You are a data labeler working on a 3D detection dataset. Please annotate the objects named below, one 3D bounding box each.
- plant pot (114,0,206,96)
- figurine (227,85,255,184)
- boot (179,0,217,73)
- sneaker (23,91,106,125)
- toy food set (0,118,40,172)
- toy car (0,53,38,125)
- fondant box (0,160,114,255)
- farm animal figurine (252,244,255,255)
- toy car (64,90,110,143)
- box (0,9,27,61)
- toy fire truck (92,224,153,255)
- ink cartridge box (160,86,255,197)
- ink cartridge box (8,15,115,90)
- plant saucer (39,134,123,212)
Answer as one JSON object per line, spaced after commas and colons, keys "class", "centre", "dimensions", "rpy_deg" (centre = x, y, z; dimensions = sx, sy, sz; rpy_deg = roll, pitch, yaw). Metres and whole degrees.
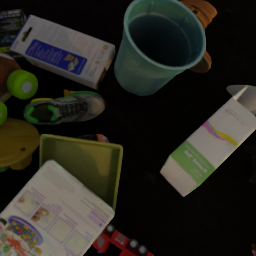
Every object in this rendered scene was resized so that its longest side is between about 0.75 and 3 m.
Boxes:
{"class": "plant pot", "centre": [0.599, -1.888, 7.195], "dimensions": [2.008, 1.967, 2.008], "rpy_deg": [5, 70, -15]}
{"class": "figurine", "centre": [4.107, -0.090, 7.067], "dimensions": [2.823, 1.246, 2.894], "rpy_deg": [-8, 65, 1]}
{"class": "boot", "centre": [2.031, -2.988, 8.493], "dimensions": [1.988, 0.947, 2.570], "rpy_deg": [-36, 73, -20]}
{"class": "sneaker", "centre": [-1.568, -0.406, 7.048], "dimensions": [2.058, 0.877, 0.803], "rpy_deg": [-12, 107, -10]}
{"class": "toy food set", "centre": [-3.393, 0.495, 6.940], "dimensions": [2.632, 0.860, 1.548], "rpy_deg": [11, 43, 12]}
{"class": "toy car", "centre": [-3.834, -1.588, 6.553], "dimensions": [2.108, 2.567, 2.025], "rpy_deg": [23, 61, 30]}
{"class": "fondant box", "centre": [-1.724, 2.123, 5.705], "dimensions": [1.751, 0.707, 2.428], "rpy_deg": [41, 80, -3]}
{"class": "farm animal figurine", "centre": [3.112, 2.212, 5.564], "dimensions": [1.453, 1.799, 0.905], "rpy_deg": [-23, 57, 8]}
{"class": "toy car", "centre": [-0.948, -0.162, 7.166], "dimensions": [0.741, 1.093, 2.227], "rpy_deg": [0, 67, -38]}
{"class": "box", "centre": [-4.099, -2.777, 8.620], "dimensions": [1.884, 0.448, 1.819], "rpy_deg": [-11, 66, -4]}
{"class": "toy fire truck", "centre": [-0.118, 3.004, 5.909], "dimensions": [1.829, 0.446, 1.290], "rpy_deg": [27, 68, 17]}
{"class": "ink cartridge box", "centre": [2.039, 0.330, 6.598], "dimensions": [2.593, 1.518, 0.873], "rpy_deg": [-40, 74, -16]}
{"class": "ink cartridge box", "centre": [-1.910, -2.256, 8.236], "dimensions": [2.827, 0.524, 1.339], "rpy_deg": [23, 75, 5]}
{"class": "plant saucer", "centre": [-1.072, 0.993, 6.347], "dimensions": [1.774, 1.776, 0.425], "rpy_deg": [8, 21, 1]}
